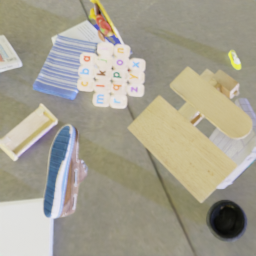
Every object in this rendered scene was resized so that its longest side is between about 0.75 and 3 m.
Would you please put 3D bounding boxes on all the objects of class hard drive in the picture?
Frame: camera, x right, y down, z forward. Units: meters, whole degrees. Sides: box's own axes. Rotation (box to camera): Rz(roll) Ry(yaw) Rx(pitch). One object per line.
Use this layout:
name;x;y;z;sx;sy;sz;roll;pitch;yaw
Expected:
hard drive;-3.951;3.384;8.973;2.991;0.399;1.973;-5;60;-3

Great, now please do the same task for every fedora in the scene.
fedora;3.117;3.031;9.048;1.355;0.619;1.355;0;60;0

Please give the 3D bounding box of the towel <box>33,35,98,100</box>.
towel;-2.714;-2.660;12.023;2.053;0.338;2.836;16;75;16

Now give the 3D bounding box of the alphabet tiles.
alphabet tiles;-0.684;-2.224;11.795;2.764;0.206;2.826;5;78;-6

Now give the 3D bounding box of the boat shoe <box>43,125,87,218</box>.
boat shoe;-1.582;1.123;7.336;0.864;0.866;2.393;13;91;49

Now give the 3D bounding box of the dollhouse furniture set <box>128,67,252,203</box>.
dollhouse furniture set;2.202;0.109;7.668;2.831;2.977;2.426;-46;68;4

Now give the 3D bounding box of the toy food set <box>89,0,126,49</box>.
toy food set;-0.857;-3.384;9.186;0.609;1.097;1.864;-30;68;5

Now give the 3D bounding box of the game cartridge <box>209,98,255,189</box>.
game cartridge;2.823;0.520;7.651;0.444;2.314;1.500;-2;52;-16

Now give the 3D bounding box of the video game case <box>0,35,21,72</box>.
video game case;-6.347;-3.056;12.050;2.703;0.352;2.970;-22;46;-23

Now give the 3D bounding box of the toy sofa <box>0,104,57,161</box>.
toy sofa;-3.784;0.178;10.655;0.902;1.063;2.178;46;67;-4

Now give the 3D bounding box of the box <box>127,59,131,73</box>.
box;-0.076;-2.577;12.377;0.797;0.456;0.876;-6;61;-2

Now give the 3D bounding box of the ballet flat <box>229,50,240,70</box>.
ballet flat;4.862;-3.118;12.758;0.343;0.344;1.027;-9;61;-5

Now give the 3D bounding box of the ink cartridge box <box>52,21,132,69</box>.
ink cartridge box;-1.672;-3.859;13.058;2.772;0.563;2.767;-34;65;-18
